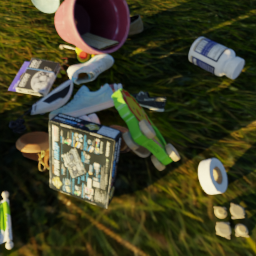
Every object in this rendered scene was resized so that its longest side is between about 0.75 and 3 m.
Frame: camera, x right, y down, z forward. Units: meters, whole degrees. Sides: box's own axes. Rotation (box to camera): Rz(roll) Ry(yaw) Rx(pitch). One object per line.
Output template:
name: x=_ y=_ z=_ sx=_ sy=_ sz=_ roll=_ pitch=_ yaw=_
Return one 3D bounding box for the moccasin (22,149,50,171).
moccasin: x=-2.266 y=0.883 z=8.223 sx=1.871 sy=0.684 sz=0.722 roll=18 pitch=21 yaw=6

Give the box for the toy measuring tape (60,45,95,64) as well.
toy measuring tape: x=-2.169 y=-3.099 z=11.944 sx=1.640 sy=0.603 sz=0.603 roll=13 pitch=49 yaw=7

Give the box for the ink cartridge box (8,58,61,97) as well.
ink cartridge box: x=-3.677 y=-2.015 z=10.925 sx=1.612 sy=0.350 sz=1.597 roll=10 pitch=59 yaw=10

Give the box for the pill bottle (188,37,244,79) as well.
pill bottle: x=3.554 y=-2.771 z=11.293 sx=1.118 sy=1.118 sz=2.012 roll=-35 pitch=57 yaw=-28

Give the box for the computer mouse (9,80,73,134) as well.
computer mouse: x=-2.567 y=-0.637 z=8.677 sx=2.430 sy=0.533 sz=1.333 roll=-41 pitch=17 yaw=-19

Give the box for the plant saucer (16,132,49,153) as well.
plant saucer: x=-2.643 y=0.370 z=7.998 sx=1.069 sy=0.200 sz=1.069 roll=3 pitch=24 yaw=-1

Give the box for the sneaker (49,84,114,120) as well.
sneaker: x=-1.607 y=-0.898 z=9.490 sx=2.317 sy=0.949 sz=0.856 roll=-18 pitch=7 yaw=-13

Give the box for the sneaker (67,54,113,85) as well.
sneaker: x=-1.402 y=-2.283 z=11.148 sx=1.921 sy=0.735 sz=0.776 roll=-27 pitch=50 yaw=-11

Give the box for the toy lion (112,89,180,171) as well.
toy lion: x=0.400 y=-0.087 z=8.198 sx=0.770 sy=2.243 sz=2.150 roll=-36 pitch=42 yaw=15

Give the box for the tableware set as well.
tableware set: x=2.650 y=2.403 z=7.252 sx=0.816 sy=0.113 sz=0.977 roll=3 pitch=48 yaw=4

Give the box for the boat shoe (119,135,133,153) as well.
boat shoe: x=-0.487 y=0.449 z=8.477 sx=1.702 sy=0.599 sz=0.599 roll=12 pitch=1 yaw=42

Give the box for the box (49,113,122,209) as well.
box: x=-1.152 y=0.880 z=7.212 sx=1.752 sy=2.204 sz=0.507 roll=16 pitch=30 yaw=14

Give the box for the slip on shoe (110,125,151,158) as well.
slip on shoe: x=0.012 y=0.310 z=8.889 sx=1.673 sy=0.507 sz=0.636 roll=35 pitch=56 yaw=28

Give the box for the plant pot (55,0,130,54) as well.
plant pot: x=-1.736 y=-4.519 z=11.807 sx=2.782 sy=2.782 sz=2.490 roll=-36 pitch=32 yaw=-28

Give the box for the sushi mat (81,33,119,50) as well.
sushi mat: x=-1.479 y=-3.738 z=12.001 sx=1.023 sy=0.129 sz=2.139 roll=-31 pitch=44 yaw=-32

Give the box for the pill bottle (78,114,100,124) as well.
pill bottle: x=-1.550 y=-0.001 z=9.048 sx=1.200 sy=0.680 sz=0.680 roll=-22 pitch=51 yaw=-18

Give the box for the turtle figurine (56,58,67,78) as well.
turtle figurine: x=-2.856 y=-2.408 z=11.517 sx=1.004 sy=0.323 sz=0.810 roll=-27 pitch=53 yaw=5

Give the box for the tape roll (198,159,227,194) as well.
tape roll: x=2.328 y=1.334 z=7.686 sx=0.335 sy=0.956 sz=0.956 roll=-21 pitch=32 yaw=42

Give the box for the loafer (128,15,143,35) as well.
loafer: x=-0.436 y=-4.879 z=13.409 sx=2.483 sy=0.837 sz=0.944 roll=-21 pitch=51 yaw=-18

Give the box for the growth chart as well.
growth chart: x=-4.055 y=2.792 z=6.834 sx=2.526 sy=0.224 sz=1.828 roll=-20 pitch=52 yaw=-16

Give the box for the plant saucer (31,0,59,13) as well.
plant saucer: x=-3.601 y=-5.704 z=12.185 sx=1.348 sy=1.348 sz=0.260 roll=10 pitch=49 yaw=9

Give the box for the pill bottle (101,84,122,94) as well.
pill bottle: x=-0.608 y=-1.407 z=10.455 sx=0.753 sy=0.412 sz=0.412 roll=-9 pitch=47 yaw=5

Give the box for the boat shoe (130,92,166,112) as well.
boat shoe: x=0.531 y=-1.050 z=9.950 sx=1.637 sy=0.553 sz=0.588 roll=15 pitch=20 yaw=6
